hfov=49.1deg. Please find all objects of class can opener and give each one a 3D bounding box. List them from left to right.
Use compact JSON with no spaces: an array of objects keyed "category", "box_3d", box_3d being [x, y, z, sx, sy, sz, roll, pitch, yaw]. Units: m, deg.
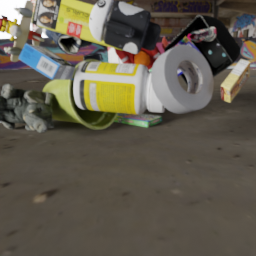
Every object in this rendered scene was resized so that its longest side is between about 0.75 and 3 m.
[{"category":"can opener","box_3d":[-2.069,-2.687,12.233,2.143,0.843,0.679,-8,10,12]}]

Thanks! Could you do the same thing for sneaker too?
[{"category":"sneaker","box_3d":[-1.782,-3.037,9.840,2.016,0.766,1.456,-5,34,-43]},{"category":"sneaker","box_3d":[2.588,-3.213,9.787,0.417,0.451,1.118,-5,4,-34]}]

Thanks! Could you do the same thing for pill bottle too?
[{"category":"pill bottle","box_3d":[-0.152,-1.035,7.391,2.285,1.306,1.306,6,17,12]}]

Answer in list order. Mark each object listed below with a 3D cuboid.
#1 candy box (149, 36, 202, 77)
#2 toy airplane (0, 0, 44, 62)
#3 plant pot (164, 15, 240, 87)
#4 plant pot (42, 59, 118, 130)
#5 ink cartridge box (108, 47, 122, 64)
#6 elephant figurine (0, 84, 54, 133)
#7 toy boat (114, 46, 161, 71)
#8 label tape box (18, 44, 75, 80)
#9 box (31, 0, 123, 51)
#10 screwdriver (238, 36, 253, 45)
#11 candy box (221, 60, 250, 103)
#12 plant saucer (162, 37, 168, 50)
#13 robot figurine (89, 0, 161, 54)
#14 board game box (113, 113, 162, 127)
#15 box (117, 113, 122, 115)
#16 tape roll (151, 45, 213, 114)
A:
[{"category":"candy box","box_3d":[1.303,-1.866,8.238,1.618,0.623,1.368,-39,12,20]},{"category":"toy airplane","box_3d":[-3.869,-3.437,10.065,1.713,1.721,1.214,-25,27,-3]},{"category":"plant pot","box_3d":[3.283,-3.172,11.558,1.968,2.218,2.213,-29,-5,-39]},{"category":"plant pot","box_3d":[-2.092,-1.203,11.285,2.435,2.649,2.649,-3,11,39]},{"category":"ink cartridge box","box_3d":[0.022,-3.667,13.682,0.922,1.591,2.732,-17,29,-28]},{"category":"elephant figurine","box_3d":[-3.468,-0.535,10.380,2.582,1.827,2.003,13,61,15]},{"category":"toy boat","box_3d":[0.542,-2.819,11.408,1.565,2.398,1.567,-33,23,12]},{"category":"label tape box","box_3d":[-2.013,-1.719,7.462,1.049,0.460,1.454,32,14,5]},{"category":"box","box_3d":[-1.299,-3.012,7.958,2.625,0.988,0.658,17,13,-2]},{"category":"screwdriver","box_3d":[4.897,-3.651,12.128,1.016,0.148,0.142,-33,-26,21]},{"category":"candy box","box_3d":[2.501,-1.088,6.523,0.248,0.518,0.898,29,72,32]},{"category":"plant saucer","box_3d":[1.875,-3.590,13.057,0.199,1.084,1.082,-32,-3,6]},{"category":"robot figurine","box_3d":[-0.080,-2.460,6.802,1.712,1.068,1.286,18,-13,-4]},{"category":"board game box","box_3d":[0.384,-0.379,11.839,1.730,0.252,1.164,11,18,33]},{"category":"box","box_3d":[-1.077,-1.121,13.360,0.779,0.849,2.422,-15,22,-43]},{"category":"tape roll","box_3d":[1.263,-1.096,6.438,1.505,1.505,0.497,-10,-4,-32]}]
